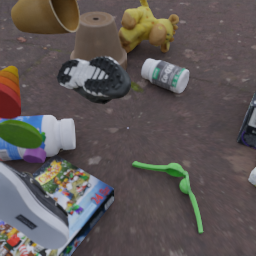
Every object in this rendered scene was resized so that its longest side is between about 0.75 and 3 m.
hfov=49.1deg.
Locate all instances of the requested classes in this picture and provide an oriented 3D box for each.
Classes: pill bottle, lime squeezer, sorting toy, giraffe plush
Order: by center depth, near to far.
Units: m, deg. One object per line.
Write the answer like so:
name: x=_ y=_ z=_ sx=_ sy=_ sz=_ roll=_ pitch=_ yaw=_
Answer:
sorting toy: x=-1.376 y=-0.160 z=3.662 sx=0.589 sy=1.698 sz=0.585 roll=5 pitch=56 yaw=7
lime squeezer: x=1.199 y=1.395 z=7.006 sx=0.871 sy=0.465 sz=2.467 roll=-28 pitch=52 yaw=-26
pill bottle: x=-2.527 y=0.243 z=7.662 sx=2.063 sy=1.158 sz=1.158 roll=-5 pitch=45 yaw=-6
pill bottle: x=1.317 y=-1.894 z=10.032 sx=1.548 sy=0.875 sz=0.875 roll=26 pitch=50 yaw=24
giraffe plush: x=0.938 y=-4.001 z=11.553 sx=1.924 sy=2.047 sz=2.372 roll=28 pitch=67 yaw=10

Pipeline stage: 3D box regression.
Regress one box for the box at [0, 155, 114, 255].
box: x=-1.891 y=2.036 z=6.285 sx=1.916 sy=0.529 sz=2.805 roll=25 pitch=50 yaw=23

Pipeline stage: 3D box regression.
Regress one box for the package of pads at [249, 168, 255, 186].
package of pads: x=3.900 y=1.208 z=7.177 sx=1.340 sy=0.457 sz=1.035 roll=-29 pitch=52 yaw=-27

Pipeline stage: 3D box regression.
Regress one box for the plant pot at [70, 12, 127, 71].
plant pot: x=-1.128 y=-3.194 z=10.597 sx=2.238 sy=1.952 sz=2.238 roll=1 pitch=45 yaw=-1

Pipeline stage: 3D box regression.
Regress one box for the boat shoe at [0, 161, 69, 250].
boat shoe: x=-1.420 y=0.944 z=3.873 sx=0.640 sy=1.832 sz=0.607 roll=-31 pitch=28 yaw=16

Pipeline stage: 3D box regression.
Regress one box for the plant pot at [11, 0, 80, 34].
plant pot: x=-2.039 y=-2.759 z=6.652 sx=1.331 sy=1.240 sz=1.240 roll=-6 pitch=41 yaw=22

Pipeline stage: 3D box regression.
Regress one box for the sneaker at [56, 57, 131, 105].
sneaker: x=-0.556 y=-0.947 z=6.013 sx=2.417 sy=1.094 sz=0.803 roll=19 pitch=82 yaw=50

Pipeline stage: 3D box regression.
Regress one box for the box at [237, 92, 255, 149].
box: x=4.580 y=-0.639 z=8.320 sx=1.699 sy=1.474 sz=2.779 roll=22 pitch=48 yaw=21
